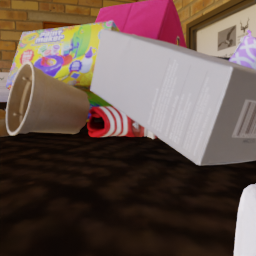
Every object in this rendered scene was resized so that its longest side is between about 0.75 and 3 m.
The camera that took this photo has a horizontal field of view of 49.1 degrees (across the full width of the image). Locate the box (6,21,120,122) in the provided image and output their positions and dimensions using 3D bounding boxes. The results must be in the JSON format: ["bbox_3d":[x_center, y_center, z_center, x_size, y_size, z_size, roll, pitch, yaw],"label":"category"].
[{"bbox_3d":[-1.207,-1.325,7.730,2.732,1.667,2.632,3,-17,25],"label":"box"}]

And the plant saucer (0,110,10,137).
[{"bbox_3d":[-3.323,-0.207,6.238,1.850,0.327,1.850,9,12,-2],"label":"plant saucer"}]

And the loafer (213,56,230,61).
[{"bbox_3d":[2.875,-1.399,8.013,2.969,1.084,1.059,25,-6,31],"label":"loafer"}]

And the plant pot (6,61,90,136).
[{"bbox_3d":[-1.608,-0.464,5.837,1.349,1.474,1.474,13,-3,-37],"label":"plant pot"}]

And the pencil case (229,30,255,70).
[{"bbox_3d":[2.245,-0.975,6.118,0.945,2.210,0.928,35,22,-3],"label":"pencil case"}]

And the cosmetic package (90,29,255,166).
[{"bbox_3d":[0.683,-0.599,4.087,1.426,1.204,2.669,1,20,-34],"label":"cosmetic package"}]

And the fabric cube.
[{"bbox_3d":[0.324,-2.466,10.242,2.871,2.862,2.817,3,-29,27],"label":"fabric cube"}]

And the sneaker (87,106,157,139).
[{"bbox_3d":[-0.139,-0.347,6.274,1.445,0.980,2.502,1,5,-1],"label":"sneaker"}]
